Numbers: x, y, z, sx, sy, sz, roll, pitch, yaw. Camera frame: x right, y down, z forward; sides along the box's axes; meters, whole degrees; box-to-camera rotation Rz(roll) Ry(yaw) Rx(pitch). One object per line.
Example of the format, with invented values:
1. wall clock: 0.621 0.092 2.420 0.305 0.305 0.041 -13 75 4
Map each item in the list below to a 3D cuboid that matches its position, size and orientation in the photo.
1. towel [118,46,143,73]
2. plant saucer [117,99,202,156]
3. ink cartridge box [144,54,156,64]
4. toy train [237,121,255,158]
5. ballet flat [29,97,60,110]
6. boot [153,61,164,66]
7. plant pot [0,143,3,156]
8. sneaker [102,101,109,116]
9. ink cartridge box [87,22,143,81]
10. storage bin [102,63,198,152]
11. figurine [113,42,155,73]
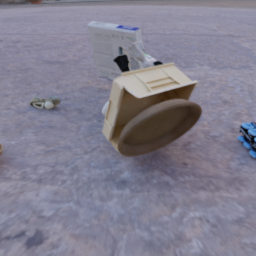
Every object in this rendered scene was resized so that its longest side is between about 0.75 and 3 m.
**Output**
1. towel: 0.318 -1.708 10.707 0.398 2.305 2.220 -13 -13 19
2. plant saucer: 0.886 0.002 8.259 2.704 2.704 0.398 -15 64 -24
3. ink cartridge box: 0.879 -3.920 16.946 1.182 0.681 1.620 -10 31 -17
4. toy train: 4.428 0.406 9.374 1.020 0.774 1.785 3 29 -7
5. ballet flat: -3.672 -1.050 12.272 1.449 0.492 0.546 4 52 17
6. boot: 1.226 -1.519 10.761 0.687 1.856 1.521 13 -6 30
7. plant pot: -4.541 0.834 8.693 1.187 0.548 1.187 11 25 -5
8. sneaker: -0.367 -0.986 11.289 1.612 0.603 0.803 -29 5 5
9. ink cartridge box: -0.503 -3.460 13.249 2.741 2.791 0.604 20 50 30
10. storage bin: 0.574 -0.608 8.861 2.391 2.408 1.129 -18 55 -30
11. figurine: 0.238 -2.062 9.111 1.115 1.088 0.480 -33 -2 28
